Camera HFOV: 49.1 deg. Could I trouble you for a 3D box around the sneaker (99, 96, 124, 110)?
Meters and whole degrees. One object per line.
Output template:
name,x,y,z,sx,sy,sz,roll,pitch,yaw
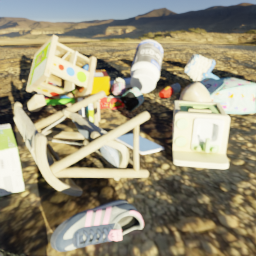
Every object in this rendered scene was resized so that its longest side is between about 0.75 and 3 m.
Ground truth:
sneaker,-0.928,-1.133,12.953,1.633,0.629,0.694,-8,28,-18

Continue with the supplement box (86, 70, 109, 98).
supplement box,-2.026,-2.172,14.594,1.897,1.277,1.923,-4,22,-9

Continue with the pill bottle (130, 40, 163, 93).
pill bottle,1.043,-3.526,16.134,1.669,1.669,2.933,4,53,11

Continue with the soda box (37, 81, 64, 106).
soda box,-3.789,-1.965,14.559,0.837,0.924,2.639,3,22,6

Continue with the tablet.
tablet,0.329,0.518,9.362,1.014,0.106,1.559,-8,23,-38

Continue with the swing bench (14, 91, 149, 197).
swing bench,-1.364,0.310,7.682,2.878,1.867,2.863,-13,25,-26

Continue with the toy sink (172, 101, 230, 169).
toy sink,2.239,0.057,8.889,1.612,1.385,2.473,3,22,8

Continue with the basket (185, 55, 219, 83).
basket,4.750,-3.328,17.164,2.545,1.770,2.244,29,20,2

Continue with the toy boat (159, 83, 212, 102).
toy boat,2.301,-1.093,10.809,1.037,1.875,2.231,-31,49,-32

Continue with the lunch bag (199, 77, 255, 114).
lunch bag,4.048,-1.412,12.383,2.481,1.513,2.113,-5,18,-9

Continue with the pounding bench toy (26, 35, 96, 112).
pounding bench toy,-2.760,-1.739,11.728,2.310,2.962,1.840,22,-28,-35

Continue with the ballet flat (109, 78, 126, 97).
ballet flat,-0.488,-2.067,14.218,0.872,0.898,2.522,7,8,-7

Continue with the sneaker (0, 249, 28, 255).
sneaker,-1.972,2.227,4.433,1.551,0.679,0.587,-6,23,-15

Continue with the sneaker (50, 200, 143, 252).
sneaker,-0.521,1.910,5.295,1.794,0.629,0.736,-16,24,-32

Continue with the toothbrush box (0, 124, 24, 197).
toothbrush box,-3.258,0.789,7.275,0.731,1.237,1.698,-10,25,-24

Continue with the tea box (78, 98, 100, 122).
tea box,-1.611,-0.732,11.537,0.872,0.886,0.592,-3,22,-9

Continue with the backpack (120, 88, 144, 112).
backpack,0.243,-1.311,12.549,0.758,0.869,0.988,-34,0,-33

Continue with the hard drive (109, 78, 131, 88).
hard drive,-0.311,-2.752,17.415,2.067,0.276,1.364,-17,28,-36
